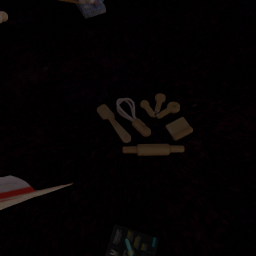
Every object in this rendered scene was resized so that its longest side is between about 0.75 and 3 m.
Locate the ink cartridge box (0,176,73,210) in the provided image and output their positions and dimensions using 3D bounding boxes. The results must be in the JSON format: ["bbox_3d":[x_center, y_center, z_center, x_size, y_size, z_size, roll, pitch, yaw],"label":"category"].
[{"bbox_3d":[-2.169,0.896,3.569,2.306,1.874,0.658,-29,74,33],"label":"ink cartridge box"}]

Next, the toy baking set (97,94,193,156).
[{"bbox_3d":[0.414,-0.081,7.227,2.372,0.276,1.820,-5,57,-3],"label":"toy baking set"}]

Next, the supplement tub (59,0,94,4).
[{"bbox_3d":[-1.246,-3.240,6.455,0.912,0.663,0.663,12,60,6],"label":"supplement tub"}]

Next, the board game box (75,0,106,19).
[{"bbox_3d":[-1.219,-4.343,9.680,1.022,0.316,1.023,-25,63,-13],"label":"board game box"}]

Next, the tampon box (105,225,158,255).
[{"bbox_3d":[0.070,2.422,5.542,0.895,0.565,0.671,16,61,9],"label":"tampon box"}]

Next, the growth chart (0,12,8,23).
[{"bbox_3d":[-2.982,-0.810,4.510,2.541,0.225,1.839,-43,20,16],"label":"growth chart"}]
